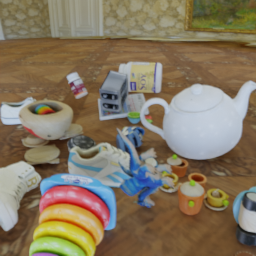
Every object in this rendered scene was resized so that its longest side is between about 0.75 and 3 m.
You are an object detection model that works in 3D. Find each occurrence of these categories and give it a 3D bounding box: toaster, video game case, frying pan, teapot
[{"bbox_3d":[-0.617,-1.673,12.732,0.931,1.418,1.568,14,53,12],"label":"toaster"},{"bbox_3d":[-0.276,-1.034,13.354,2.244,0.202,1.607,-7,39,-4],"label":"video game case"},{"bbox_3d":[-1.551,0.749,9.396,1.028,0.277,1.699,11,30,-9],"label":"frying pan"},{"bbox_3d":[2.396,-0.478,9.671,2.926,2.137,2.888,-35,35,-24],"label":"teapot"}]

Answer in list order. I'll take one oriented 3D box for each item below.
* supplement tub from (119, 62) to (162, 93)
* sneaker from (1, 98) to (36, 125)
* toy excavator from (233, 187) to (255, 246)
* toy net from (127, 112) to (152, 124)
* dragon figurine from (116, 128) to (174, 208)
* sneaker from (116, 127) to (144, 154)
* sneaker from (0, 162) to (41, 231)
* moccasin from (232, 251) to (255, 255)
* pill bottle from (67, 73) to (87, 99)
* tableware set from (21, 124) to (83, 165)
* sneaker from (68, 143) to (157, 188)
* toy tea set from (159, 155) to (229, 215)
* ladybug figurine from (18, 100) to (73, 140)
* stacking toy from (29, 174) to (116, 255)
[{"bbox_3d":[0.739,-2.980,16.545,2.408,1.751,1.751,3,24,8],"label":"supplement tub"},{"bbox_3d":[-4.192,-0.807,12.511,2.878,1.019,1.051,-8,25,-17],"label":"sneaker"},{"bbox_3d":[3.565,1.846,6.714,2.085,1.071,2.145,7,16,12],"label":"toy excavator"},{"bbox_3d":[0.458,-0.734,13.100,1.130,0.416,2.153,-3,24,-5],"label":"toy net"},{"bbox_3d":[0.205,1.113,6.552,1.275,2.564,0.754,-29,43,24],"label":"dragon figurine"},{"bbox_3d":[0.079,0.427,9.993,0.782,0.703,1.902,-5,23,17],"label":"sneaker"},{"bbox_3d":[-2.919,1.565,7.309,1.416,0.903,2.451,-19,29,-30],"label":"sneaker"},{"bbox_3d":[1.523,2.857,4.103,1.054,1.113,2.882,17,29,34],"label":"moccasin"},{"bbox_3d":[-2.579,-2.128,14.082,0.672,1.177,0.672,-25,3,1],"label":"pill bottle"},{"bbox_3d":[-2.614,0.551,10.319,2.461,0.342,2.946,-11,26,-23],"label":"tableware set"},{"bbox_3d":[-0.428,1.058,8.250,2.651,1.071,1.014,-2,22,-7],"label":"sneaker"},{"bbox_3d":[1.630,1.399,7.716,1.385,0.862,2.328,-11,26,-23],"label":"toy tea set"},{"bbox_3d":[-3.071,-0.311,10.533,1.877,0.995,2.765,-15,26,-26],"label":"ladybug figurine"},{"bbox_3d":[-1.291,2.377,5.222,1.645,1.556,2.835,6,38,9],"label":"stacking toy"}]
